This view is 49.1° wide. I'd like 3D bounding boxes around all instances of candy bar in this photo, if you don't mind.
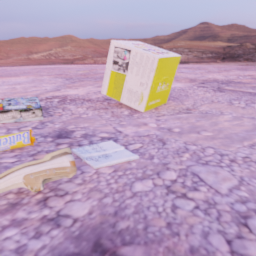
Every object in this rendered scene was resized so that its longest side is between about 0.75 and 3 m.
[{"bbox_3d":[-3.673,0.457,7.772,2.194,0.547,0.243,-12,-4,-33],"label":"candy bar"}]

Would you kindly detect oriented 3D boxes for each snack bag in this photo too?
[{"bbox_3d":[-0.648,0.700,7.640,1.376,0.156,1.459,-9,19,-31],"label":"snack bag"}]

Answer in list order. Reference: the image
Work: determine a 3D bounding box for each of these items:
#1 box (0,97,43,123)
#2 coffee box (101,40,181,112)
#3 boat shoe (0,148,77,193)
[{"bbox_3d":[-4.848,-0.838,12.213,1.952,0.569,2.851,-6,17,-21],"label":"box"},{"bbox_3d":[0.643,-2.607,13.710,2.605,2.634,2.630,26,27,24],"label":"coffee box"},{"bbox_3d":[-1.881,0.993,5.642,1.726,0.590,0.645,-23,-10,-13],"label":"boat shoe"}]
